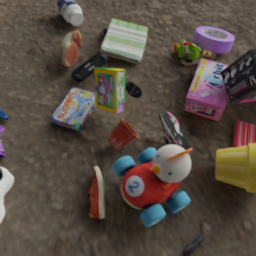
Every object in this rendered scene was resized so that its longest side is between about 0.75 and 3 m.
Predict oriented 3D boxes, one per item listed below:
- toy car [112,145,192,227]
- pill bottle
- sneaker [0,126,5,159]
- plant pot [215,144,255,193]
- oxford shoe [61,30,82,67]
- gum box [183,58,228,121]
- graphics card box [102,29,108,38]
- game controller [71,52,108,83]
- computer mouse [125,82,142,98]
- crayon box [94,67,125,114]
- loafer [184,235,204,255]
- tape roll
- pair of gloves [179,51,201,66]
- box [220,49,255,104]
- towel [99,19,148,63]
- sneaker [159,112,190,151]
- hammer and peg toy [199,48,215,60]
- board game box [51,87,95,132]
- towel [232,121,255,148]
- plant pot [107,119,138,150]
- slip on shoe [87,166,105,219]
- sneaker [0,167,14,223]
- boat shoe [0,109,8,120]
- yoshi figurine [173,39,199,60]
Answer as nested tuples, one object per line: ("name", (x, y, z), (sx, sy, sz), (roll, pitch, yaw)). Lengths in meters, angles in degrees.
("toy car", (1.028, 1.331, 8.629), (2.156, 2.438, 2.247), (-14, 58, -34))
("pill bottle", (-3.157, -6.396, 15.296), (1.024, 1.024, 1.845), (-25, 59, -17))
("sneaker", (-4.952, 0.807, 10.498), (0.785, 0.759, 1.883), (9, 63, -12))
("plant pot", (3.800, 1.321, 9.545), (1.539, 1.636, 1.636), (3, 53, 20))
("oxford shoe", (-2.851, -3.737, 13.420), (0.810, 0.777, 2.195), (-3, 54, 20))
("gum box", (3.459, -1.631, 11.967), (1.529, 0.891, 2.694), (19, 57, 12))
("graphics card box", (-0.909, -4.982, 14.782), (0.897, 0.228, 0.563), (4, 54, 2))
("game controller", (-1.772, -2.763, 12.765), (1.810, 0.381, 0.944), (-40, 56, -7))
("computer mouse", (-0.158, -1.847, 11.708), (1.787, 0.304, 0.524), (37, 81, -15))
("crayon box", (-0.724, -1.473, 10.824), (0.475, 1.628, 1.405), (-14, 23, -40))
("loafer", (2.081, 3.627, 8.659), (0.768, 0.276, 0.242), (-33, 80, -15))
("tape roll", (4.182, -4.340, 13.761), (1.885, 0.618, 1.885), (7, 38, -6))
("pair of gloves", (3.027, -3.428, 13.692), (1.007, 0.208, 1.184), (-5, 50, 2))
("box", (5.376, -1.957, 11.124), (2.648, 1.750, 1.519), (-4, 71, -26))
("towel", (-0.147, -4.433, 14.236), (2.070, 0.426, 2.775), (15, 53, -2))
("sneaker", (1.556, 0.240, 10.499), (0.689, 0.740, 1.715), (-9, 67, -40))
("hammer and peg toy", (3.909, -3.844, 13.823), (0.819, 0.393, 1.113), (10, 50, 6))
("board game box", (-2.184, -0.819, 11.746), (1.295, 0.330, 1.913), (17, 56, 12))
("towel", (5.139, 0.491, 10.887), (1.988, 0.224, 1.438), (16, 55, 11))
("plant pot", (-0.257, 0.298, 10.523), (0.903, 0.928, 0.928), (-41, 60, 7))
("slip on shoe", (-1.107, 2.150, 9.468), (0.560, 0.678, 1.831), (-6, 59, 1))
("sneaker", (-4.445, 2.286, 9.163), (0.795, 0.935, 2.112), (2, 55, 0))
("boat shoe", (-5.297, -0.558, 11.598), (0.368, 0.300, 0.874), (-42, 63, -17))
("yoshi figurine", (2.893, -3.683, 13.528), (0.852, 0.855, 1.521), (16, 14, -34))
